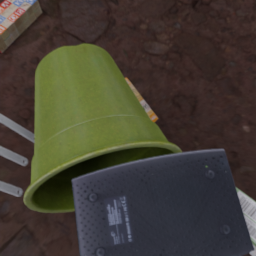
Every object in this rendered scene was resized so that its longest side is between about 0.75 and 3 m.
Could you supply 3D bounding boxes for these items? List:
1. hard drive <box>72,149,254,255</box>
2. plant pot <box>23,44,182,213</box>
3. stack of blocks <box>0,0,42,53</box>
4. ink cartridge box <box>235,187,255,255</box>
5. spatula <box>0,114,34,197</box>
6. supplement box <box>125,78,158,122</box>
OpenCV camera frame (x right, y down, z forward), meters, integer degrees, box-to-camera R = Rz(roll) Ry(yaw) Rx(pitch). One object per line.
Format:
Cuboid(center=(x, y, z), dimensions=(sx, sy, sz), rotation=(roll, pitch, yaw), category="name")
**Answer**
Cuboid(center=(0.419, 1.258, 4.138), dimensions=(2.345, 0.496, 1.582), rotation=(-12, 71, 3), category="hard drive")
Cuboid(center=(-0.777, -0.130, 5.648), dimensions=(2.882, 2.882, 2.737), rotation=(-17, 64, -7), category="plant pot")
Cuboid(center=(-4.432, -3.979, 10.187), dimensions=(1.313, 0.668, 2.280), rotation=(32, 71, 12), category="stack of blocks")
Cuboid(center=(1.843, 1.664, 5.507), dimensions=(0.608, 2.535, 1.844), rotation=(-46, 58, -11), category="ink cartridge box")
Cuboid(center=(-2.941, 0.356, 5.673), dimensions=(0.221, 2.747, 1.910), rotation=(-5, 62, 22), category="spatula")
Cuboid(center=(0.064, -0.550, 7.261), dimensions=(0.521, 0.893, 1.417), rotation=(-37, 91, 28), category="supplement box")
